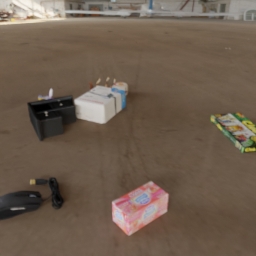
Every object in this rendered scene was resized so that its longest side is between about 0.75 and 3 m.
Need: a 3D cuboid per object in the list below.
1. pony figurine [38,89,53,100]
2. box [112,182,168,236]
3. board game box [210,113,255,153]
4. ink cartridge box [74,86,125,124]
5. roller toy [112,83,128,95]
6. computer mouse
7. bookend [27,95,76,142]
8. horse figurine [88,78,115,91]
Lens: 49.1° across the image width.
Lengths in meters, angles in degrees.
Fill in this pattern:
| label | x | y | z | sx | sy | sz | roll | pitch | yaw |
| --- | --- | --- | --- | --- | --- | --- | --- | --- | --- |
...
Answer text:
| label | x | y | z | sx | sy | sz | roll | pitch | yaw |
| --- | --- | --- | --- | --- | --- | --- | --- | --- | --- |
| pony figurine | -4.004 | -1.454 | 14.036 | 0.904 | 0.753 | 0.873 | -9 | 60 | -24 |
| box | 0.319 | 2.022 | 7.150 | 1.341 | 0.635 | 0.688 | -19 | 33 | -33 |
| board game box | 4.546 | 0.123 | 11.241 | 1.440 | 0.322 | 2.748 | -3 | 27 | -10 |
| ink cartridge box | -1.253 | -1.126 | 13.003 | 1.551 | 0.909 | 2.118 | 13 | 28 | 21 |
| roller toy | -0.438 | -2.123 | 15.230 | 0.912 | 0.637 | 0.832 | -3 | 27 | -6 |
| computer mouse | -2.832 | 1.810 | 7.773 | 1.946 | 0.448 | 1.366 | -7 | 29 | -15 |
| bookend | -2.979 | -0.475 | 11.712 | 1.990 | 0.922 | 2.003 | -13 | 30 | -23 |
| horse figurine | -1.419 | -2.138 | 15.073 | 1.762 | 0.440 | 1.168 | 2 | 65 | 29 |
